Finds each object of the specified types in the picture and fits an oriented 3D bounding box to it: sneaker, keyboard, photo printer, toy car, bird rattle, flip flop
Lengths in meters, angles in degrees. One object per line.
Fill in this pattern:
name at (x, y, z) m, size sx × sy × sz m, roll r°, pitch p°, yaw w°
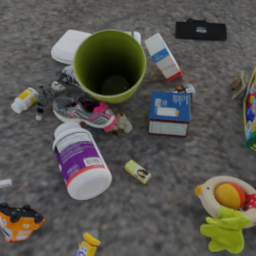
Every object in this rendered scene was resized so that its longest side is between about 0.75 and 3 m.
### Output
sneaker at (-2.466, -2.088, 12.281) m, size 1.370 × 0.762 × 1.959 m, roll -14°, pitch 42°, yaw -9°
keyboard at (3.908, -5.264, 15.163) m, size 2.745 × 0.544 × 1.429 m, roll 5°, pitch 74°, yaw 3°
photo printer at (-2.634, -3.881, 13.709) m, size 1.715 × 0.716 × 2.062 m, roll 15°, pitch 52°, yaw 12°
toy car at (-2.403, 3.026, 7.668) m, size 2.950 × 1.447 × 0.982 m, roll 19°, pitch 84°, yaw 23°
sneaker at (-1.757, -0.778, 10.676) m, size 2.962 × 1.106 × 1.194 m, roll 13°, pitch 55°, yaw 31°
bird rattle at (3.296, 2.235, 8.231) m, size 2.802 × 1.578 × 2.284 m, roll -19°, pitch 43°, yaw -17°
flip flop at (4.620, -1.870, 11.957) m, size 0.554 × 0.781 × 1.926 m, roll 28°, pitch 48°, yaw -6°

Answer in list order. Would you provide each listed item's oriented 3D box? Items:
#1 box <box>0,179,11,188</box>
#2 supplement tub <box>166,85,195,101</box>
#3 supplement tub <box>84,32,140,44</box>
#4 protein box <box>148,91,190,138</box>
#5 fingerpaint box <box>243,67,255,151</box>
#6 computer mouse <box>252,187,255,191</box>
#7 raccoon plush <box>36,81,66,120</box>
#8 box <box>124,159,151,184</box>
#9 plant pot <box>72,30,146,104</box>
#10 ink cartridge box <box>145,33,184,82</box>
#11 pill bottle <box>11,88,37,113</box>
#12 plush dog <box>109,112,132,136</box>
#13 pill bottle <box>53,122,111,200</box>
box at (-4.365, 1.903, 9.275) m, size 0.931 × 0.180 × 0.193 m, roll -11°, pitch 51°, yaw -9°
supplement tub at (2.117, -1.351, 11.619) m, size 1.160 × 0.711 × 0.711 m, roll -14°, pitch 52°, yaw -12°
supplement tub at (-0.685, -3.408, 12.639) m, size 2.441 × 1.766 × 1.766 m, roll 1°, pitch 50°, yaw 0°
protein box at (1.568, -0.531, 10.752) m, size 1.480 × 0.999 × 1.470 m, roll 5°, pitch 51°, yaw 4°
fingerpaint box at (5.049, -0.952, 10.198) m, size 1.057 × 2.403 × 2.881 m, roll 10°, pitch 52°, yaw 8°
computer mouse at (3.944, 2.138, 9.019) m, size 1.051 × 0.277 × 0.728 m, roll -6°, pitch 50°, yaw -5°
raccoon plush at (-3.122, -1.094, 11.356) m, size 1.084 × 1.617 × 0.782 m, roll 5°, pitch 11°, yaw -20°
box at (0.307, 1.482, 9.590) m, size 0.944 × 0.237 × 0.355 m, roll 32°, pitch 57°, yaw 24°
plant pot at (-0.607, -1.900, 10.605) m, size 2.459 × 2.628 × 2.459 m, roll 0°, pitch 78°, yaw 1°
ink cartridge box at (1.647, -2.964, 12.400) m, size 0.715 × 2.127 × 1.236 m, roll -29°, pitch 46°, yaw 17°
pill bottle at (-4.243, -1.099, 11.489) m, size 0.601 × 0.601 × 1.065 m, roll 23°, pitch 54°, yaw 18°
plush dog at (-0.437, -0.175, 10.737) m, size 0.831 × 0.777 × 0.968 m, roll -35°, pitch 56°, yaw 2°
pill bottle at (-1.615, 1.001, 9.229) m, size 1.401 × 1.401 × 2.492 m, roll -20°, pitch 53°, yaw -16°
